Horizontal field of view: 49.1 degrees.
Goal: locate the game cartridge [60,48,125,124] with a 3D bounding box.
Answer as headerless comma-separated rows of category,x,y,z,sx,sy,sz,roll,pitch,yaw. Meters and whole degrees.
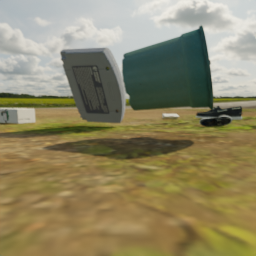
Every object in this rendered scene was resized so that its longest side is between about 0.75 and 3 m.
game cartridge,-1.069,-1.378,9.574,1.865,2.801,0.573,6,41,21

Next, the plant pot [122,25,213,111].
plant pot,0.927,-1.239,6.676,1.886,1.926,1.926,-9,3,12

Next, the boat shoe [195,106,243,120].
boat shoe,4.777,-0.816,14.802,2.424,0.731,0.916,0,5,-2

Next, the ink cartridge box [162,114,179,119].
ink cartridge box,2.362,-0.600,15.559,0.833,0.258,1.028,1,12,0

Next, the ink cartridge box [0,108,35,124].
ink cartridge box,-4.955,-0.531,12.120,1.499,0.632,1.095,2,5,22

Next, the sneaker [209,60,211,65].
sneaker,1.996,-2.063,7.963,0.455,0.532,1.297,-19,25,8

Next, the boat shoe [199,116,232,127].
boat shoe,3.177,-0.204,10.142,1.133,0.389,0.321,-6,10,11
